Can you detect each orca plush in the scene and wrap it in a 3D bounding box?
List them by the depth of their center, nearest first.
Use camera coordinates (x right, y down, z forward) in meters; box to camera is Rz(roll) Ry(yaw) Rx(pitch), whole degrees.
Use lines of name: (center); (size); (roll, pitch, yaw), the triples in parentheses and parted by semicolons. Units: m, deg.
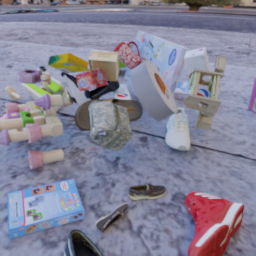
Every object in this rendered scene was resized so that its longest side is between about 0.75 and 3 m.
orca plush: (-1.917, -1.520, 11.091); (1.839, 0.967, 0.654); (44, 41, -4)

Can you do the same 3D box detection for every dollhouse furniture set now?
dollhouse furniture set: (2.535, -1.220, 9.697); (1.096, 1.743, 1.971); (13, 58, 9)

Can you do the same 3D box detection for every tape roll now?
tape roll: (0.871, -1.227, 9.332); (0.656, 1.987, 1.987); (-28, 22, 22)

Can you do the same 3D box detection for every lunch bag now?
lunch bag: (-0.560, -0.083, 7.463); (1.034, 0.859, 1.232); (17, 44, -29)

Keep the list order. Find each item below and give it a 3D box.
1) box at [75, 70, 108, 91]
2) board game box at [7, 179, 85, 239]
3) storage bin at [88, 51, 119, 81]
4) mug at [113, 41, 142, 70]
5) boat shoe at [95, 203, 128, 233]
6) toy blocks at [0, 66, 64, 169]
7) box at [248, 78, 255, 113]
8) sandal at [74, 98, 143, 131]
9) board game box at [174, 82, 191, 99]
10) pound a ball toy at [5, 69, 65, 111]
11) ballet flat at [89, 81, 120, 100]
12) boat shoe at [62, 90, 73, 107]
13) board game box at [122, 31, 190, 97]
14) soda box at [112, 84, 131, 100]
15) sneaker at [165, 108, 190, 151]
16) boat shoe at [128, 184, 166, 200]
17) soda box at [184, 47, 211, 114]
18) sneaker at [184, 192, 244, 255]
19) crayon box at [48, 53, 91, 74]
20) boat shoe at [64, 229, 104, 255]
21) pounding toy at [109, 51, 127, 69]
box: (-1.316, -1.766, 10.314); (0.649, 0.621, 1.302); (-10, 10, 19)
board game box: (-2.205, 2.063, 7.441); (1.824, 0.334, 1.379); (-11, 31, -18)
storage bin: (-0.944, -2.421, 11.032); (1.090, 1.098, 0.515); (5, 57, 3)
mug: (0.062, -3.315, 12.722); (1.203, 1.068, 0.802); (44, 21, 8)
boat shoe: (-0.356, 2.289, 7.097); (1.013, 0.339, 0.289); (-26, 51, -31)
toy blocks: (-3.614, -0.344, 9.232); (2.333, 2.771, 2.590); (-9, 30, -27)
box: (6.493, -1.483, 12.561); (1.728, 1.520, 0.835); (-8, 30, -16)
sandal: (-0.584, -0.567, 10.193); (2.772, 1.133, 0.757); (-6, -8, -26)
board game box: (3.334, -1.896, 14.485); (1.667, 0.363, 1.676); (7, 30, 15)
pound a ball toy: (-4.326, -1.563, 13.371); (1.912, 1.246, 2.933); (-44, 46, -17)
ballet flat: (-1.431, -1.761, 13.133); (2.324, 0.660, 0.772); (-22, 44, 27)
boat shoe: (-2.638, -1.250, 11.854); (0.437, 0.482, 1.354); (-30, 25, -2)
board game box: (1.151, -2.690, 13.072); (0.600, 2.916, 2.909); (-4, 31, -43)
soda box: (-0.308, -1.278, 12.967); (0.720, 0.771, 2.263); (-4, 29, -7)
sneaker: (1.851, -0.003, 10.405); (0.843, 0.960, 2.396); (9, 29, -3)
boat shoe: (0.554, 1.779, 7.924); (1.121, 0.363, 0.410); (-8, 30, -13)
soda box: (2.838, -1.796, 10.955); (0.777, 2.440, 0.831); (-7, 31, 24)
sneaker: (1.725, 2.313, 6.691); (1.337, 0.907, 2.314); (15, 19, 40)
crayon box: (-2.019, -2.238, 9.742); (1.405, 0.357, 0.892); (5, -8, 41)
boat shoe: (-0.622, 2.914, 5.547); (0.814, 0.672, 2.174); (-11, 34, -30)
pounding toy: (-0.634, -4.274, 17.379); (2.428, 1.127, 1.874); (-19, 17, -20)
